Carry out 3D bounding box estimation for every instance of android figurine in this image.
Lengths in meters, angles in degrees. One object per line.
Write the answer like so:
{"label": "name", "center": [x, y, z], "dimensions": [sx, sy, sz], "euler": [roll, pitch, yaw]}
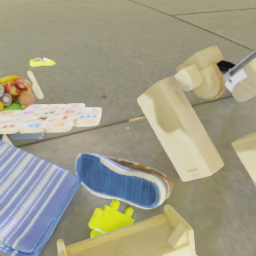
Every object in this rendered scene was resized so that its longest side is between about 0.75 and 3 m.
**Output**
{"label": "android figurine", "center": [-0.289, 1.825, 5.100], "dimensions": [0.896, 0.202, 0.984], "euler": [33, 72, -13]}

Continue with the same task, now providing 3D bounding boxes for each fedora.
{"label": "fedora", "center": [3.548, -2.142, 10.825], "dimensions": [1.355, 0.619, 1.355], "euler": [1, 36, -1]}

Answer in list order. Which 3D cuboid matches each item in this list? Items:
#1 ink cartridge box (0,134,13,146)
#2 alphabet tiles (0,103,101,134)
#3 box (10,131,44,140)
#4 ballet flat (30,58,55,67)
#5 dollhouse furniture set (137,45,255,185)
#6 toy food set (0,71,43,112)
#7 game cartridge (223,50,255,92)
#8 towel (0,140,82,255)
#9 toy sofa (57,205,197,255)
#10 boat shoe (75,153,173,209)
{"label": "ink cartridge box", "center": [-4.216, 0.838, 6.660], "dimensions": [2.767, 0.563, 2.772], "euler": [-26, 43, -32]}
{"label": "alphabet tiles", "center": [-2.138, -0.271, 7.375], "dimensions": [2.826, 0.206, 2.764], "euler": [-2, 16, -1]}
{"label": "box", "center": [-2.858, -0.076, 8.042], "dimensions": [0.876, 0.456, 0.797], "euler": [-3, 36, -5]}
{"label": "ballet flat", "center": [-3.706, -2.859, 12.083], "dimensions": [1.027, 0.344, 0.343], "euler": [-7, 36, -10]}
{"label": "dollhouse furniture set", "center": [2.430, -0.394, 6.001], "dimensions": [2.426, 2.977, 2.831], "euler": [-27, 85, -32]}
{"label": "toy food set", "center": [-3.321, -0.927, 8.186], "dimensions": [1.864, 1.097, 0.609], "euler": [-32, 36, -32]}
{"label": "game cartridge", "center": [4.186, -1.921, 8.804], "dimensions": [1.500, 2.314, 0.444], "euler": [23, 35, -46]}
{"label": "towel", "center": [-2.586, 1.151, 5.645], "dimensions": [2.836, 0.338, 2.053], "euler": [25, 42, 3]}
{"label": "toy sofa", "center": [-0.008, 2.190, 4.602], "dimensions": [2.178, 1.063, 0.902], "euler": [-13, 16, -16]}
{"label": "boat shoe", "center": [-0.138, 1.097, 6.142], "dimensions": [2.393, 0.864, 0.866], "euler": [17, 14, 35]}
